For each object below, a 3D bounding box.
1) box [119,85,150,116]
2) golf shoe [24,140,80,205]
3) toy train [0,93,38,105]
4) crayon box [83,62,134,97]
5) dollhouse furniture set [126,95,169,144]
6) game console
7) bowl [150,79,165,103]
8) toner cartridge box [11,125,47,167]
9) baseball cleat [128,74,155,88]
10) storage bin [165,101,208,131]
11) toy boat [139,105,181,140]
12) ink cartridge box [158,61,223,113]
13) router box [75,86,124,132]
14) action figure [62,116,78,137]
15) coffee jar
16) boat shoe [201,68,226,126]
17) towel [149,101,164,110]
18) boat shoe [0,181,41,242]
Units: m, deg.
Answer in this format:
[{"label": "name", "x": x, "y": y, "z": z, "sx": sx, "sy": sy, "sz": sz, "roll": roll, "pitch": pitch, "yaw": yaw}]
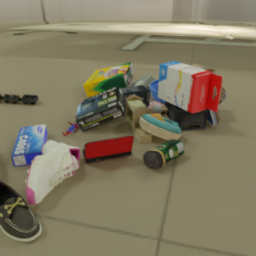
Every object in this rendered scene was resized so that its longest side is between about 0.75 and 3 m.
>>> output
[{"label": "box", "x": 0.183, "y": -1.210, "z": 12.306, "sx": 1.389, "sy": 1.031, "sz": 0.744, "roll": -12, "pitch": 31, "yaw": -23}, {"label": "golf shoe", "x": -2.046, "y": 1.144, "z": 7.867, "sx": 1.170, "sy": 0.963, "sz": 2.557, "roll": 4, "pitch": 28, "yaw": 1}, {"label": "toy train", "x": -5.583, "y": -1.442, "z": 13.387, "sx": 2.688, "sy": 0.458, "sz": 0.616, "roll": 4, "pitch": 27, "yaw": 7}, {"label": "crayon box", "x": -0.946, "y": -2.582, "z": 14.724, "sx": 2.151, "sy": 0.727, "sz": 2.493, "roll": -9, "pitch": 26, "yaw": 15}, {"label": "dollhouse furniture set", "x": 0.983, "y": -0.456, "z": 10.765, "sx": 1.745, "sy": 1.097, "sz": 1.973, "roll": -7, "pitch": 28, "yaw": -14}, {"label": "game console", "x": -0.688, "y": 0.525, "z": 8.935, "sx": 1.513, "sy": 0.898, "sz": 1.304, "roll": -8, "pitch": 22, "yaw": -14}, {"label": "bowl", "x": 2.527, "y": -1.885, "z": 13.982, "sx": 2.903, "sy": 0.570, "sz": 2.903, "roll": -2, "pitch": 26, "yaw": 1}, {"label": "toner cartridge box", "x": -3.301, "y": 0.542, "z": 9.527, "sx": 0.924, "sy": 0.420, "sz": 1.945, "roll": -7, "pitch": 28, "yaw": -9}, {"label": "baseball cleat", "x": 0.618, "y": -2.451, "z": 15.073, "sx": 1.157, "sy": 0.758, "sz": 2.174, "roll": 6, "pitch": 24, "yaw": 25}, {"label": "storage bin", "x": 2.335, "y": -0.715, "z": 11.505, "sx": 1.308, "sy": 0.907, "sz": 1.935, "roll": -3, "pitch": 27, "yaw": -7}, {"label": "toy boat", "x": 1.133, "y": -0.265, "z": 10.358, "sx": 1.583, "sy": 0.875, "sz": 1.883, "roll": 19, "pitch": 15, "yaw": -14}, {"label": "ink cartridge box", "x": 2.226, "y": -1.507, "z": 10.497, "sx": 0.828, "sy": 1.431, "sz": 2.462, "roll": -18, "pitch": 32, "yaw": -30}, {"label": "router box", "x": -1.093, "y": -0.760, "z": 10.951, "sx": 1.864, "sy": 0.579, "sz": 1.397, "roll": -21, "pitch": 37, "yaw": 12}, {"label": "action figure", "x": -2.190, "y": -0.125, "z": 10.777, "sx": 0.333, "sy": 0.506, "sz": 1.022, "roll": -17, "pitch": 15, "yaw": 30}, {"label": "coffee jar", "x": 1.109, "y": 0.819, "z": 8.763, "sx": 1.323, "sy": 0.564, "sz": 0.690, "roll": -22, "pitch": 14, "yaw": -38}, {"label": "boat shoe", "x": 3.457, "y": -1.338, "z": 11.339, "sx": 0.900, "sy": 2.486, "sz": 0.898, "roll": -10, "pitch": -13, "yaw": 1}, {"label": "towel", "x": 1.176, "y": -1.067, "z": 13.023, "sx": 0.889, "sy": 0.133, "sz": 0.651, "roll": -13, "pitch": 31, "yaw": -25}, {"label": "boat shoe", "x": -2.797, "y": 1.917, "z": 6.653, "sx": 2.054, "sy": 0.618, "sz": 0.732, "roll": 22, "pitch": 35, "yaw": 37}]
